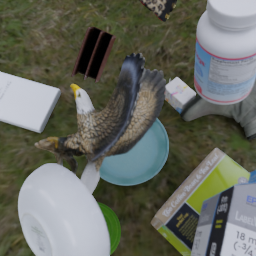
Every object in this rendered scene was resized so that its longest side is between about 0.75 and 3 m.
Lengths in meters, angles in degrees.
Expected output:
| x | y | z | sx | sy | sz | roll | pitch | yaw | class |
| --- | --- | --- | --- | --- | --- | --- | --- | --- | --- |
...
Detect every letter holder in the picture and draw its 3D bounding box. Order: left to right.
| x | y | z | sx | sy | sz | roll | pitch | yaw | class |
| --- | --- | --- | --- | --- | --- | --- | --- | --- | --- |
| -0.747 | -1.551 | 6.033 | 0.545 | 0.771 | 1.084 | 23 | 110 | -4 | letter holder |

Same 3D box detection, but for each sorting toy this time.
| x | y | z | sx | sy | sz | roll | pitch | yaw | class |
| --- | --- | --- | --- | --- | --- | --- | --- | --- | --- |
| -1.177 | 3.314 | 6.811 | 1.696 | 1.159 | 2.822 | 12 | 54 | -11 | sorting toy |

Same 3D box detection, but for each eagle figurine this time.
| x | y | z | sx | sy | sz | roll | pitch | yaw | class |
| --- | --- | --- | --- | --- | --- | --- | --- | --- | --- |
| -0.410 | -0.109 | 5.504 | 2.679 | 2.022 | 2.033 | -25 | 38 | 14 | eagle figurine |

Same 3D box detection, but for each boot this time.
| x | y | z | sx | sy | sz | roll | pitch | yaw | class |
| --- | --- | --- | --- | --- | --- | --- | --- | --- | --- |
| 1.346 | -3.546 | 6.784 | 2.010 | 2.670 | 0.977 | -50 | 57 | 20 | boot |
| 3.233 | -0.446 | 8.443 | 2.930 | 0.992 | 1.914 | -26 | 74 | -9 | boot |

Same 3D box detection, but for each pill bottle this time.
| x | y | z | sx | sy | sz | roll | pitch | yaw | class |
| --- | --- | --- | --- | --- | --- | --- | --- | --- | --- |
| 2.112 | -1.676 | 5.856 | 1.372 | 2.523 | 1.372 | -5 | 60 | 9 | pill bottle |

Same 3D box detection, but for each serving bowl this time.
| x | y | z | sx | sy | sz | roll | pitch | yaw | class |
| --- | --- | --- | --- | --- | --- | --- | --- | --- | --- |
| -1.292 | 1.718 | 4.837 | 0.691 | 2.101 | 2.101 | -24 | 64 | -45 | serving bowl |

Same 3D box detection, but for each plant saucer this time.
| x | y | z | sx | sy | sz | roll | pitch | yaw | class |
| --- | --- | --- | --- | --- | --- | --- | --- | --- | --- |
| -0.041 | 0.533 | 8.253 | 2.428 | 0.436 | 2.428 | 0 | 66 | 0 | plant saucer |

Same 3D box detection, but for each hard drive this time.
| x | y | z | sx | sy | sz | roll | pitch | yaw | class |
| --- | --- | --- | --- | --- | --- | --- | --- | --- | --- |
| -3.542 | -0.869 | 8.935 | 2.335 | 0.312 | 1.540 | 16 | 67 | 7 | hard drive |

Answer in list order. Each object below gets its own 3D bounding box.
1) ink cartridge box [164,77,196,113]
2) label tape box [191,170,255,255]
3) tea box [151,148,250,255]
| x | y | z | sx | sy | sz | roll | pitch | yaw | class |
| --- | --- | --- | --- | --- | --- | --- | --- | --- | --- |
| 1.554 | -1.072 | 8.859 | 0.601 | 0.617 | 0.959 | -40 | 71 | -15 | ink cartridge box |
| 1.760 | 1.685 | 4.681 | 0.865 | 1.970 | 2.732 | 18 | 69 | 8 | label tape box |
| 2.178 | 2.208 | 6.892 | 2.295 | 1.559 | 2.333 | 42 | 73 | 16 | tea box |
